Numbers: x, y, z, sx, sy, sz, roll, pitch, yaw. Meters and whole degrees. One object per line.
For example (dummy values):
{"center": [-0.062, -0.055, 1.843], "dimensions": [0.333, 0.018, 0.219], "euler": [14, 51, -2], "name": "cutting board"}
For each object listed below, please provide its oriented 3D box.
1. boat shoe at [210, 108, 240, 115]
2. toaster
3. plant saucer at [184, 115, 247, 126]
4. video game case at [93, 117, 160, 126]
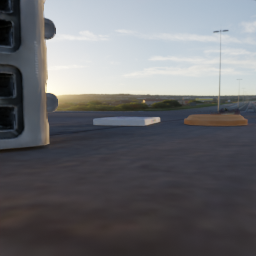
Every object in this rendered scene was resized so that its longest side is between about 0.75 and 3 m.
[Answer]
{"center": [5.523, -0.847, 15.943], "dimensions": [0.663, 0.597, 1.843], "euler": [-3, 5, -36], "name": "boat shoe"}
{"center": [-2.586, -1.002, 4.104], "dimensions": [2.904, 2.626, 1.723], "euler": [-3, 5, -35], "name": "toaster"}
{"center": [3.225, -0.312, 10.402], "dimensions": [2.227, 0.359, 2.227], "euler": [1, 4, 0], "name": "plant saucer"}
{"center": [0.054, -0.277, 10.719], "dimensions": [1.869, 0.235, 2.610], "euler": [1, 4, 17], "name": "video game case"}
